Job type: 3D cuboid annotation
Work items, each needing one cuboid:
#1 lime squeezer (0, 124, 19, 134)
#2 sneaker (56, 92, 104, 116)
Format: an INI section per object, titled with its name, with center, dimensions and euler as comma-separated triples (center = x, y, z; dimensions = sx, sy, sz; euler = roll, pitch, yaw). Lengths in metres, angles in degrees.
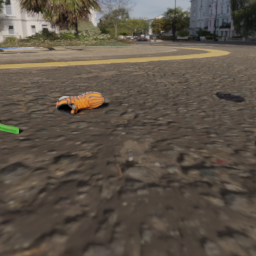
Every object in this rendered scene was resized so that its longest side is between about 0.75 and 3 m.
[lime squeezer]
center = -4.389, 0.024, 7.416
dimensions = 2.784, 0.525, 0.983
euler = -6, 51, -20
[sneaker]
center = -1.595, -0.742, 9.303
dimensions = 1.598, 0.620, 0.895
euler = -10, 24, 2
